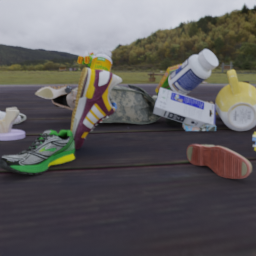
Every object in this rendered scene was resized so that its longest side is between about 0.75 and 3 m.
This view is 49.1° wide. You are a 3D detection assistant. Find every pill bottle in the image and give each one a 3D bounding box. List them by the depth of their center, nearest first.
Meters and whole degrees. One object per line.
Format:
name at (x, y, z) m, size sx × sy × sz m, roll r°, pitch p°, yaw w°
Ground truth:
pill bottle at (-1.032, -2.284, 10.573) m, size 0.746 × 1.343 × 0.746 m, roll 9°, pitch -19°, yaw 3°
pill bottle at (2.593, -2.208, 11.188) m, size 1.065 × 1.065 × 1.919 m, roll -10°, pitch -21°, yaw -41°

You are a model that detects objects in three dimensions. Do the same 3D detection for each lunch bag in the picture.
lunch bag at (-0.087, -1.092, 12.572) m, size 2.875 × 1.690 × 2.358 m, roll 3°, pitch 12°, yaw -17°

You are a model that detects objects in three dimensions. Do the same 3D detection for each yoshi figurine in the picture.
yoshi figurine at (-1.670, -2.807, 11.895) m, size 0.652 × 0.655 × 1.165 m, roll -39°, pitch 2°, yaw 24°

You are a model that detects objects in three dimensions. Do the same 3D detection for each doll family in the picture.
doll family at (4.235, -0.770, 13.227) m, size 2.041 × 0.801 × 1.180 m, roll 11°, pitch 10°, yaw 32°

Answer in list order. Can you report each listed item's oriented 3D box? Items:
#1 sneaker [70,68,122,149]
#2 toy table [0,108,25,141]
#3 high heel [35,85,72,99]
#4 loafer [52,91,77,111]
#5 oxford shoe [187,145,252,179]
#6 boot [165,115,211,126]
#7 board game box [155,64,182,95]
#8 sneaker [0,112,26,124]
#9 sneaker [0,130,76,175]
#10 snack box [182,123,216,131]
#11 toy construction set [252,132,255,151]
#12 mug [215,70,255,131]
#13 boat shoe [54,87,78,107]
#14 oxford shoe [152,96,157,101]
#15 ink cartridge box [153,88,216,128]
sneaker at (-0.927, -0.364, 7.667) m, size 1.132 × 2.512 × 0.941 m, roll 10°, pitch 36°, yaw -14°
toy table at (-4.336, -0.153, 9.633) m, size 1.632 × 0.956 × 1.500 m, roll 1°, pitch 11°, yaw 9°
high heel at (-2.114, -1.035, 8.044) m, size 1.002 × 0.358 × 0.714 m, roll -7°, pitch 11°, yaw -4°
loafer at (-2.280, -1.079, 11.509) m, size 0.861 × 0.984 × 2.738 m, roll -6°, pitch 8°, yaw -35°
oxford shoe at (2.125, 0.670, 6.350) m, size 0.663 × 0.636 × 1.796 m, roll -3°, pitch 12°, yaw -26°
boot at (2.429, -0.799, 11.548) m, size 1.914 × 1.250 × 0.648 m, roll -1°, pitch -22°, yaw 16°
board game box at (1.813, -2.127, 12.513) m, size 0.819 × 0.257 × 1.714 m, roll -21°, pitch -24°, yaw -29°
sneaker at (-5.060, -0.419, 11.873) m, size 0.781 × 0.587 × 1.567 m, roll 6°, pitch 13°, yaw 26°
sneaker at (-2.068, 0.510, 6.524) m, size 0.792 × 0.865 × 2.029 m, roll 7°, pitch 14°, yaw 30°
snack box at (2.757, -0.045, 10.927) m, size 1.145 × 0.212 × 0.665 m, roll 0°, pitch 13°, yaw 0°
toy construction set at (3.905, 0.526, 6.863) m, size 0.992 × 0.697 × 1.513 m, roll 21°, pitch 5°, yaw -35°
mug at (4.189, -0.881, 10.934) m, size 2.240 × 1.794 × 1.839 m, roll 42°, pitch 26°, yaw -1°
boat shoe at (-2.875, -1.532, 14.437) m, size 1.962 × 0.731 × 0.719 m, roll -30°, pitch 67°, yaw -26°
oxford shoe at (1.708, -0.836, 12.432) m, size 1.712 × 0.494 × 0.644 m, roll 38°, pitch -12°, yaw 11°
ink cartridge box at (2.168, -0.714, 10.701) m, size 2.295 × 0.450 × 1.141 m, roll 18°, pitch 50°, yaw 2°
